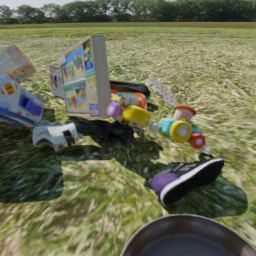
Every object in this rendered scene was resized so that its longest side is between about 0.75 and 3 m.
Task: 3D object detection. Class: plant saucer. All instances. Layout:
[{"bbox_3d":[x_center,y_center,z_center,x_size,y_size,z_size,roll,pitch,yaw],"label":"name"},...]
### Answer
[{"bbox_3d":[0.646,1.540,2.521,1.590,0.255,1.590,6,39,-5],"label":"plant saucer"}]

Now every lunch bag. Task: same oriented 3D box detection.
[{"bbox_3d":[-3.213,-0.690,6.831,2.084,0.983,2.601,18,-6,2],"label":"lunch bag"}]

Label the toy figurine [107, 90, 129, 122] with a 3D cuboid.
[{"bbox_3d":[-0.340,-0.876,8.317,1.666,0.879,0.998,18,33,15],"label":"toy figurine"}]

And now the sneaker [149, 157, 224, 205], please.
[{"bbox_3d":[1.074,0.785,5.182,1.485,0.562,0.650,-19,40,-23],"label":"sneaker"}]

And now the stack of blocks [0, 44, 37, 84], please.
[{"bbox_3d":[-4.300,-1.583,9.080,2.408,0.705,1.386,-36,3,-5],"label":"stack of blocks"}]

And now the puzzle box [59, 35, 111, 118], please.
[{"bbox_3d":[-1.237,-1.230,7.536,0.360,1.884,2.832,-10,7,-27],"label":"puzzle box"}]

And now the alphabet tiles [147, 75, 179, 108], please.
[{"bbox_3d":[1.160,-1.107,9.071,1.430,0.104,1.398,21,34,-48],"label":"alphabet tiles"}]

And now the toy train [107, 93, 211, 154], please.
[{"bbox_3d":[0.647,-0.244,6.424,2.703,0.752,2.031,21,0,25],"label":"toy train"}]

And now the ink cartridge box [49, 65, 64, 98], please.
[{"bbox_3d":[-2.394,-1.765,10.552,0.544,1.139,1.298,-22,33,-40],"label":"ink cartridge box"}]

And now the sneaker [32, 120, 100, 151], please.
[{"bbox_3d":[-1.480,0.233,6.719,1.636,0.606,0.724,-1,64,4],"label":"sneaker"}]

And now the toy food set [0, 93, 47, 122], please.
[{"bbox_3d":[-3.572,-0.499,8.733,2.022,0.406,1.396,-23,25,-21],"label":"toy food set"}]

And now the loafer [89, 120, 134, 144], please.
[{"bbox_3d":[-0.498,0.101,7.139,1.280,0.435,0.449,12,60,17],"label":"loafer"}]

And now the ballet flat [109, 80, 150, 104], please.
[{"bbox_3d":[-0.574,-1.206,9.653,2.651,0.901,0.907,1,32,4],"label":"ballet flat"}]
